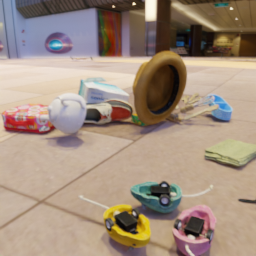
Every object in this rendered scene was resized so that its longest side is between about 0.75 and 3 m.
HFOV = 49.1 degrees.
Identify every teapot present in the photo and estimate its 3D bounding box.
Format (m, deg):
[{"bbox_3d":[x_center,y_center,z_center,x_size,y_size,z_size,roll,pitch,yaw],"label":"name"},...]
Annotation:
[{"bbox_3d":[-2.147,-0.546,9.307,1.083,1.483,1.463,15,17,-39],"label":"teapot"}]

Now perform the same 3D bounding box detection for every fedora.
[{"bbox_3d":[1.023,-1.635,11.057,3.001,3.001,1.224,-15,35,-38],"label":"fedora"}]

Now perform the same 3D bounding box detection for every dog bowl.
[{"bbox_3d":[3.926,-0.947,12.195,0.899,0.400,1.613,2,36,-18],"label":"dog bowl"}]

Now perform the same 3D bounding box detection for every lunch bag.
[{"bbox_3d":[-3.769,-0.368,10.852,2.008,0.823,1.769,5,19,15],"label":"lunch bag"}]

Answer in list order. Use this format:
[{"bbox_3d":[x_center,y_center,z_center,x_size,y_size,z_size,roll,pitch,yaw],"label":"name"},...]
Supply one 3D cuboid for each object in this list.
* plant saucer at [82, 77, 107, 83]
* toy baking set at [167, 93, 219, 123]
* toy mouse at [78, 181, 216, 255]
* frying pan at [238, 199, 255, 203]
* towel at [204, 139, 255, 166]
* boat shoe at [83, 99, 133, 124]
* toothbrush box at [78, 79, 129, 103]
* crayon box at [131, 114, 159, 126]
[{"bbox_3d":[-1.358,-1.946,11.339,0.991,0.191,0.991,-2,10,0],"label":"plant saucer"},{"bbox_3d":[2.561,-0.916,12.019,1.973,0.299,2.571,-35,26,-8],"label":"toy baking set"},{"bbox_3d":[0.783,1.644,5.211,2.382,0.519,2.680,-14,23,-36],"label":"toy mouse"},{"bbox_3d":[2.968,1.573,6.073,0.987,0.161,0.597,17,24,34],"label":"frying pan"},{"bbox_3d":[3.136,0.732,8.375,1.618,0.295,1.200,-18,25,-41],"label":"towel"},{"bbox_3d":[-1.164,-0.600,11.336,2.777,0.989,0.869,3,29,-5],"label":"boat shoe"},{"bbox_3d":[-1.245,-1.429,13.086,1.863,1.085,2.545,7,15,-21],"label":"toothbrush box"},{"bbox_3d":[0.735,-0.384,11.573,1.068,0.311,0.634,-12,28,-41],"label":"crayon box"}]
